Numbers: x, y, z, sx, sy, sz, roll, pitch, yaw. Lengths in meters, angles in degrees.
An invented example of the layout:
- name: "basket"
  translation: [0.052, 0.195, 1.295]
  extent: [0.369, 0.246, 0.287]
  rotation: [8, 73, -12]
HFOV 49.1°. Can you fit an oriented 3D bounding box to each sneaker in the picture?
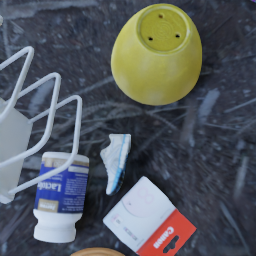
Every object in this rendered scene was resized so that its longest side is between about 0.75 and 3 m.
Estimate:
- name: "sneaker"
  translation: [-0.381, 0.846, 6.766]
  extent: [0.663, 0.574, 1.531]
  rotation: [10, 70, 8]

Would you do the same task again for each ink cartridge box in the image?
- name: "ink cartridge box"
  translation: [0.521, 2.237, 6.510]
  extent: [1.748, 0.499, 1.420]
  rotation: [43, 81, 12]

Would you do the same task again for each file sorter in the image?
- name: "file sorter"
  translation: [-2.087, -0.433, 4.144]
  extent: [1.631, 2.619, 1.818]
  rotation: [-24, 43, 21]

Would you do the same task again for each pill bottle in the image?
- name: "pill bottle"
  translation: [-1.513, 1.518, 6.310]
  extent: [1.068, 1.068, 1.846]
  rotation: [6, 78, 1]

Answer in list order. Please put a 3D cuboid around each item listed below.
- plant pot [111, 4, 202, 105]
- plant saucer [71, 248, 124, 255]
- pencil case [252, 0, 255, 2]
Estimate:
- name: "plant pot"
  translation: [0.737, -1.922, 6.687]
  extent: [2.382, 1.690, 2.382]
  rotation: [0, 78, 0]
- name: "plant saucer"
  translation: [-0.707, 3.952, 6.139]
  extent: [2.426, 0.454, 2.426]
  rotation: [0, 78, -1]
- name: "pencil case"
  translation: [3.505, -3.712, 7.623]
  extent: [1.278, 0.544, 0.591]
  rotation: [27, 46, 6]
